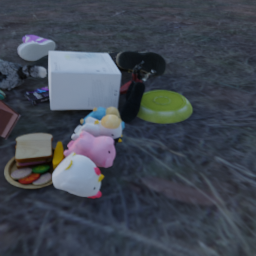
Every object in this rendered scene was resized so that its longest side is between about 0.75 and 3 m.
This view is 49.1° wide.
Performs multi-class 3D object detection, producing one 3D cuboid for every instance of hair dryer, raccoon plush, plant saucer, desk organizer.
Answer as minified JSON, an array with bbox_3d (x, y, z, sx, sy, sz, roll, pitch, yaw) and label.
[{"bbox_3d":[0.186,-1.661,9.521,1.077,1.413,0.384,17,35,-52],"label":"hair dryer"},{"bbox_3d":[-4.109,-2.005,10.370,2.107,1.019,1.411,5,22,-16],"label":"raccoon plush"},{"bbox_3d":[1.054,-0.751,8.764,1.917,0.298,1.917,0,32,0],"label":"plant saucer"},{"bbox_3d":[-3.934,-0.547,7.643,2.090,0.749,0.805,30,-1,36],"label":"desk organizer"}]

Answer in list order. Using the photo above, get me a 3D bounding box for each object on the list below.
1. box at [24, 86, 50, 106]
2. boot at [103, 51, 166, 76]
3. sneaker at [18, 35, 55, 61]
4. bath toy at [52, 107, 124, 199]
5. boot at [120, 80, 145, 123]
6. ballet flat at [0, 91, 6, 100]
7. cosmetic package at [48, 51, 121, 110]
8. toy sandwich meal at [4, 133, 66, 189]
[{"bbox_3d":[-2.830,-1.122,9.439,1.090,0.197,0.780,-24,39,-29],"label":"box"},{"bbox_3d":[0.150,-2.605,11.128,2.369,0.855,1.789,-1,12,-37],"label":"boot"},{"bbox_3d":[-4.529,-3.712,12.811,1.306,0.830,2.291,25,26,10],"label":"sneaker"},{"bbox_3d":[-0.719,0.483,6.251,1.197,1.017,2.752,-36,19,25],"label":"bath toy"},{"bbox_3d":[0.093,-0.822,8.440,0.486,1.314,1.076,21,3,-11],"label":"boot"},{"bbox_3d":[-4.778,-1.261,9.261,1.563,0.580,0.580,4,32,3],"label":"ballet flat"},{"bbox_3d":[-1.470,-1.544,8.893,2.029,1.248,2.023,-3,32,-16],"label":"cosmetic package"},{"bbox_3d":[-2.030,0.697,6.235,1.543,0.528,1.543,0,32,0],"label":"toy sandwich meal"}]
